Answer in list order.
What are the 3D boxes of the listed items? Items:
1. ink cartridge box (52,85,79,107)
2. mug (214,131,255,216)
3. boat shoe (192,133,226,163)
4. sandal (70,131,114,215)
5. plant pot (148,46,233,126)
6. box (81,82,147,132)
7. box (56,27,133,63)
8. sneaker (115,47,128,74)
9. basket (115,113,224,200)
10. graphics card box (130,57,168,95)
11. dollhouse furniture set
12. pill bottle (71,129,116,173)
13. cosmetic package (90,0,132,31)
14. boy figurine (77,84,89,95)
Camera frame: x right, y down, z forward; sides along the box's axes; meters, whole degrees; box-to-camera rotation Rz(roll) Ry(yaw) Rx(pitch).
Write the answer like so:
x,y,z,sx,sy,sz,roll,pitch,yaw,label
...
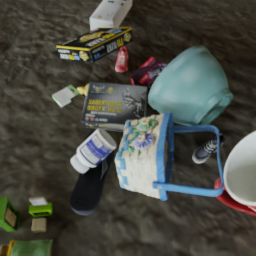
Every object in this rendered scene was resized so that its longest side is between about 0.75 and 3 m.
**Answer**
x,y,z,sx,sy,sz,roll,pitch,yaw,label
-2.383,-1.233,10.765,0.867,0.208,0.631,-34,59,-24,ink cartridge box
3.922,1.562,6.965,2.995,2.658,1.998,36,80,-20,mug
2.607,0.616,9.017,1.271,0.589,0.474,-35,68,-25,boat shoe
-1.038,1.173,8.500,1.093,0.616,2.875,0,48,5,sandal
2.239,-1.082,9.225,2.647,2.647,1.773,-32,65,-23,plant pot
-0.446,-0.739,10.006,2.168,0.524,1.717,6,61,4,box
-1.323,-3.469,11.498,2.008,0.620,2.514,19,44,37,box
-0.287,-2.891,11.821,0.528,0.621,1.431,1,52,1,sneaker
1.163,0.797,7.910,2.836,1.973,2.501,3,38,10,basket
1.250,-1.766,10.715,1.336,0.542,2.130,-43,59,-14,graphics card box
-2.645,2.794,7.070,1.275,0.976,1.946,-5,52,-4,dollhouse furniture set
-1.001,0.673,7.893,1.228,0.735,0.735,-43,57,11,pill bottle
-0.810,-5.898,14.134,1.218,0.747,2.952,13,53,11,cosmetic package
-1.464,-1.416,10.840,1.011,0.326,0.629,-1,69,3,boy figurine
